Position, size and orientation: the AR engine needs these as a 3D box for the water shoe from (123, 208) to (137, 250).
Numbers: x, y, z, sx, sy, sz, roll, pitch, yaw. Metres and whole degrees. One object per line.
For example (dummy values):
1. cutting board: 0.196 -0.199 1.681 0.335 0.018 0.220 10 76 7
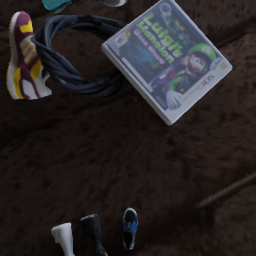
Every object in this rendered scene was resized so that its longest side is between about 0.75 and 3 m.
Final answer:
1. water shoe: 0.052 2.370 6.584 0.334 0.368 0.933 2 70 1

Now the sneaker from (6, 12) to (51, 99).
1. sneaker: -2.677 -2.067 7.981 1.198 0.996 2.659 -2 77 -4

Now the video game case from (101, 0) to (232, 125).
1. video game case: 1.138 -1.953 7.858 2.588 0.332 2.847 -41 89 -14

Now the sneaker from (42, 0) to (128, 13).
1. sneaker: -0.806 -2.126 4.227 1.028 0.712 1.702 -29 43 -18

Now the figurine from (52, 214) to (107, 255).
1. figurine: -1.097 2.681 6.452 1.107 0.477 1.080 -16 74 -5

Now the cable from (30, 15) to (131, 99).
1. cable: -1.194 -2.022 7.815 2.950 0.749 2.407 5 80 -20
